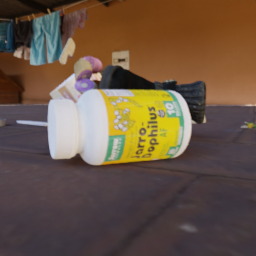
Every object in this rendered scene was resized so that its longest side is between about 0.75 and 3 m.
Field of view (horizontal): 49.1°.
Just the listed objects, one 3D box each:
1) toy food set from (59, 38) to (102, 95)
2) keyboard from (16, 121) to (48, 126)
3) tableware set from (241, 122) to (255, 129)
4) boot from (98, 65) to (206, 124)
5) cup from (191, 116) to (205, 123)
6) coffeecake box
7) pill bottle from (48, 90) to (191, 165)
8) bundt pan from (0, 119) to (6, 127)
[{"bbox_3d":[-0.739,-0.978,7.097,0.406,2.580,1.640,-19,37,17],"label":"toy food set"},{"bbox_3d":[-4.389,-0.235,13.369,2.354,0.126,0.663,5,8,37],"label":"keyboard"},{"bbox_3d":[5.436,-0.130,12.129,0.852,0.194,1.265,5,8,35],"label":"tableware set"},{"bbox_3d":[0.792,-0.808,7.157,2.296,1.156,3.072,10,4,21],"label":"boot"},{"bbox_3d":[3.164,-0.892,14.479,1.655,1.184,1.655,0,7,0],"label":"cup"},{"bbox_3d":[-1.557,-1.165,10.346,0.826,1.735,2.260,-24,21,30],"label":"coffeecake box"},{"bbox_3d":[-0.201,-0.028,5.532,2.571,1.450,1.450,-2,7,-23],"label":"pill bottle"},{"bbox_3d":[-5.834,-0.215,12.388,0.807,0.303,0.807,0,7,0],"label":"bundt pan"}]
